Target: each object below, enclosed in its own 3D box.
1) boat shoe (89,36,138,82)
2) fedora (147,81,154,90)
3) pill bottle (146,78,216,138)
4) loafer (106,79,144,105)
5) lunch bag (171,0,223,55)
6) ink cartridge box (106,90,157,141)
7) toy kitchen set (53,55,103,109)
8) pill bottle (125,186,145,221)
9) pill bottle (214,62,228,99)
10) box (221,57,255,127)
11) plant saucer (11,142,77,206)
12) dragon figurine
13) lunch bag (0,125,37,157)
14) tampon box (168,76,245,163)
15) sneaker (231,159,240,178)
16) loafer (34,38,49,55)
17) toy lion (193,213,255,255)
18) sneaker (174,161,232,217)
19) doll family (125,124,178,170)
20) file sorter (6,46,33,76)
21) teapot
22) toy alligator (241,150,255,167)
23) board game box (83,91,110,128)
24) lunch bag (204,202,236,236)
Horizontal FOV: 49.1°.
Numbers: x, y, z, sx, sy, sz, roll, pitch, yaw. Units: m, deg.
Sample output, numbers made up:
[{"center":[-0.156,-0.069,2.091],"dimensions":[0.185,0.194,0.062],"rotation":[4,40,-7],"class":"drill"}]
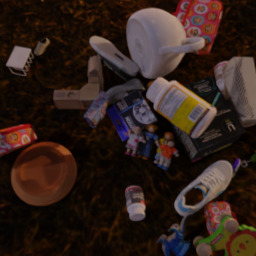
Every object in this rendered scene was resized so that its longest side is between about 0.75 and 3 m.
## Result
[{"center":[-0.737,-2.944,12.177],"dimensions":[2.572,0.819,0.909],"rotation":[42,46,8],"class":"boat shoe"},{"center":[1.199,-1.811,12.107],"dimensions":[0.763,0.311,0.763],"rotation":[0,67,1],"class":"fedora"},{"center":[1.726,-0.739,9.428],"dimensions":[2.223,1.214,1.214],"rotation":[39,72,17],"class":"pill bottle"},{"center":[-0.225,-1.420,11.738],"dimensions":[1.950,0.682,0.680],"rotation":[-29,61,-12],"class":"loafer"},{"center":[2.959,-4.817,13.015],"dimensions":[2.372,1.103,2.693],"rotation":[16,70,12],"class":"lunch bag"},{"center":[0.088,-0.518,11.144],"dimensions":[1.584,0.344,1.569],"rotation":[-31,69,2],"class":"ink cartridge box"},{"center":[-2.032,-2.065,11.456],"dimensions":[1.882,1.702,2.087],"rotation":[0,66,0],"class":"toy kitchen set"},{"center":[0.253,2.638,9.807],"dimensions":[0.628,0.628,1.085],"rotation":[-7,44,-3],"class":"pill bottle"},{"center":[4.180,-1.970,11.879],"dimensions":[0.848,0.848,1.497],"rotation":[-1,67,-1],"class":"pill bottle"},{"center":[4.354,-1.353,10.719],"dimensions":[0.863,1.037,2.525],"rotation":[-1,74,-13],"class":"box"},{"center":[-3.203,1.651,10.537],"dimensions":[2.464,0.461,2.464],"rotation":[0,66,1],"class":"plant saucer"},{"center":[1.678,3.814,9.257],"dimensions":[1.067,0.631,2.145],"rotation":[44,94,17],"class":"dragon figurine"},{"center":[-4.462,0.555,10.259],"dimensions":[2.094,1.844,0.858],"rotation":[-20,93,13],"class":"lunch bag"},{"center":[2.784,-0.302,10.748],"dimensions":[1.885,1.588,2.515],"rotation":[-21,68,-8],"class":"tampon box"},{"center":[3.985,1.465,10.709],"dimensions":[0.399,0.279,0.803],"rotation":[29,70,13],"class":"sneaker"},{"center":[-4.028,-3.787,12.943],"dimensions":[0.372,0.335,0.982],"rotation":[23,69,10],"class":"loafer"},{"center":[3.450,3.956,9.318],"dimensions":[1.934,0.664,1.853],"rotation":[-43,94,1],"class":"toy lion"},{"center":[2.821,2.119,9.995],"dimensions":[2.646,1.069,1.012],"rotation":[-40,71,-15],"class":"sneaker"},{"center":[0.957,0.595,10.577],"dimensions":[2.139,0.964,1.328],"rotation":[20,97,19],"class":"doll family"},{"center":[-4.746,-2.941,12.406],"dimensions":[0.728,0.653,1.049],"rotation":[12,67,5],"class":"file sorter"},{"center":[1.421,-3.551,11.510],"dimensions":[2.187,2.955,2.994],"rotation":[-20,75,-14],"class":"teapot"},{"center":[5.148,1.072,10.805],"dimensions":[1.716,0.412,0.569],"rotation":[-26,69,-11],"class":"toy alligator"},{"center":[-1.134,-0.704,10.982],"dimensions":[0.404,1.311,1.310],"rotation":[27,79,12],"class":"board game box"},{"center":[3.274,3.194,9.851],"dimensions":[1.033,0.481,1.173],"rotation":[-4,67,-2],"class":"lunch bag"}]
